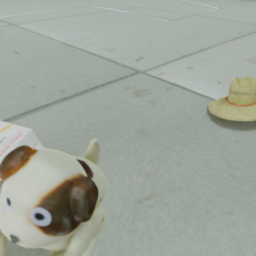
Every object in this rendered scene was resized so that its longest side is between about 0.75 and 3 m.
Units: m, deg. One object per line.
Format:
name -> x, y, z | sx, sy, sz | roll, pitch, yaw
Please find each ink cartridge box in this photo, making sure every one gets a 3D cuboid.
ink cartridge box -> -3.282, 0.594, 7.415 | 2.326, 0.783, 1.362 | 12, 50, 26

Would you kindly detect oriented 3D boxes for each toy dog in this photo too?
toy dog -> -1.076, 1.196, 4.546 | 1.788, 2.563, 2.485 | 37, 77, 11

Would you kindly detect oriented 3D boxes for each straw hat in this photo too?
straw hat -> 4.183, -1.263, 10.148 | 2.664, 1.128, 2.664 | -7, 23, 3
